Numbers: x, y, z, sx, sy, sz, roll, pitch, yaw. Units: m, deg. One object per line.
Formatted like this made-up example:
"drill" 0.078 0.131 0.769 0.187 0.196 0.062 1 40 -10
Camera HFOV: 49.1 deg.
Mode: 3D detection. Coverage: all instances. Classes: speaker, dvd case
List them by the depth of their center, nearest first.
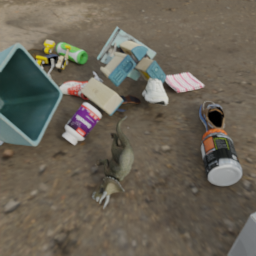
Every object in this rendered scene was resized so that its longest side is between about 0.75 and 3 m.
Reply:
"dvd case" -0.036 -2.790 10.837 1.943 1.418 0.214 24 24 -33
"speaker" -2.620 -3.454 12.957 1.551 0.686 0.686 28 48 28

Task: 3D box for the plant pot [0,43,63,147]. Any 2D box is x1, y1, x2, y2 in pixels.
"plant pot" -3.564 -0.788 7.956 2.077 2.033 2.039 -5 51 29

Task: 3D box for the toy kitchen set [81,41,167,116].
"toy kitchen set" 0.123 -1.489 10.272 2.688 2.153 1.583 -50 46 -2

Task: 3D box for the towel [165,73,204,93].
"towel" 2.248 -1.867 11.317 1.430 0.214 1.047 -14 47 -26

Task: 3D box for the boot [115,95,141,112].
"boot" -0.057 -0.874 10.186 1.110 0.538 0.415 0 51 -43

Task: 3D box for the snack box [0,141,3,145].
"snack box" -4.482 -0.156 9.250 1.391 0.558 1.650 11 44 12

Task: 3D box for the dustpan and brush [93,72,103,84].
"dustpan and brush" -1.182 -1.915 10.868 0.237 0.579 0.830 -46 60 -7

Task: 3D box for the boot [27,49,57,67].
"boot" -4.007 -3.131 12.583 1.813 0.677 0.879 -27 46 -30

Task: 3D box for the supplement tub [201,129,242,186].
"supplement tub" 2.566 0.790 7.884 0.926 0.926 1.511 3 41 3

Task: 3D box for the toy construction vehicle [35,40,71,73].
"toy construction vehicle" -3.318 -3.029 12.305 1.334 0.539 1.532 11 75 8

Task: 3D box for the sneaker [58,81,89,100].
"sneaker" -1.923 -1.413 10.738 1.470 0.491 0.788 -7 39 -12

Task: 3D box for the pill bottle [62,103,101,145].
"pill bottle" -1.469 -0.107 8.764 0.718 0.718 1.277 32 80 31

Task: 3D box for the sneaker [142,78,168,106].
"sneaker" 0.960 -1.293 9.881 0.714 0.770 1.901 11 17 -15

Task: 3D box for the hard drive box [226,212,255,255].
"hard drive box" 3.396 2.111 5.535 2.598 2.025 0.998 -19 46 -19

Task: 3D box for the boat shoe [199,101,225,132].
"boat shoe" 2.888 -0.369 9.351 0.738 0.740 2.044 0 41 0

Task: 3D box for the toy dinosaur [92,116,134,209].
"toy dinosaur" -0.220 0.855 7.343 0.879 2.285 1.169 18 15 -38

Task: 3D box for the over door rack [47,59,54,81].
"over door rack" -3.813 -2.243 11.630 1.357 0.612 1.837 -3 37 -6
